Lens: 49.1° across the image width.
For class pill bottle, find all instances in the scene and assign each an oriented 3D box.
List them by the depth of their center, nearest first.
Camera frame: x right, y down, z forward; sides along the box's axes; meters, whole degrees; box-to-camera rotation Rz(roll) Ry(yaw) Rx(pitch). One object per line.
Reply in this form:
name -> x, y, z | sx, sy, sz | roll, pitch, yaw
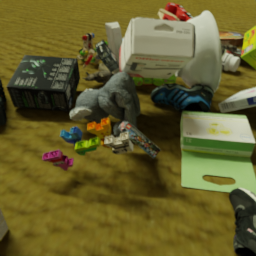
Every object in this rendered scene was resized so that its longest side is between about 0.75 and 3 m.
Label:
pill bottle -> 4.293, -3.020, 12.672 | 1.308, 0.745, 0.745 | 28, 44, 32

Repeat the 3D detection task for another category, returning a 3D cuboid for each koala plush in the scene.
koala plush -> -0.778, -0.787, 8.907 | 2.010, 1.847, 1.782 | -5, 34, 14

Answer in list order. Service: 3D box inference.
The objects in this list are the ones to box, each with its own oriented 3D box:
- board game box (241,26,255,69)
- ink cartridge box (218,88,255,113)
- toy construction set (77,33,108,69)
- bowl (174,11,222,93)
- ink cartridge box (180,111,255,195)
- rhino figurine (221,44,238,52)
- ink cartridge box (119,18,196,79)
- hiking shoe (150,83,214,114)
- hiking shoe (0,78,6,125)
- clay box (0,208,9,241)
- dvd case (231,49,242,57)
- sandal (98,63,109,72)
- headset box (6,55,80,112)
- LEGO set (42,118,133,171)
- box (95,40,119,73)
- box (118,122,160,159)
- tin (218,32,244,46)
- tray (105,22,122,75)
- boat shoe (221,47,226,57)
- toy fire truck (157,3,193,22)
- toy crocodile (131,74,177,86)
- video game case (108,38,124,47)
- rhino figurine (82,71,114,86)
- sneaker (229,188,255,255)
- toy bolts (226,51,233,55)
board game box -> 4.065, -1.860, 7.826 | 1.965, 0.468, 0.998 | 31, 60, -18
ink cartridge box -> 4.422, -1.156, 9.488 | 1.964, 0.425, 1.928 | -28, 8, -32
toy construction set -> -1.787, -3.292, 12.931 | 1.498, 1.381, 1.797 | 35, 43, -13
bowl -> 2.246, -2.547, 9.889 | 1.263, 2.811, 2.811 | -8, 36, 2
ink cartridge box -> 2.477, 0.549, 7.822 | 1.982, 0.653, 2.724 | 5, 34, 7
rhino figurine -> 3.938, -3.176, 11.096 | 0.816, 0.244, 0.357 | 16, 21, 10
ink cartridge box -> 0.749, -2.262, 8.445 | 1.781, 1.037, 2.446 | 2, -5, -8
hiking shoe -> 1.751, -0.954, 9.636 | 2.244, 0.835, 0.973 | 1, 62, 29
hiking shoe -> -4.918, -1.030, 9.650 | 1.185, 1.017, 2.734 | -10, 37, -16
clay box -> -3.037, 2.251, 4.911 | 0.503, 1.214, 2.113 | 9, 36, 12
dvd case -> 5.337, -3.597, 13.478 | 1.803, 0.198, 1.316 | 34, 21, 36
sandal -> 0.088, -2.939, 12.483 | 2.870, 0.775, 1.153 | -8, 38, -11
headset box -> -3.040, -1.646, 10.143 | 2.183, 1.012, 1.900 | 4, 49, 2
LEGO set -> -0.835, 0.425, 6.920 | 2.268, 0.931, 0.865 | -14, 50, 21
box -> -0.677, -2.292, 8.965 | 0.345, 0.800, 0.655 | -29, 44, 13
box -> 0.238, 0.265, 7.242 | 1.023, 0.282, 1.498 | 41, -1, -5
tin -> 5.261, -5.003, 15.697 | 2.370, 0.496, 1.327 | 1, 31, 2
tray -> -0.427, -3.223, 11.309 | 0.218, 1.963, 1.054 | 0, 22, 26
boat shoe -> 2.607, -2.271, 9.387 | 1.436, 0.432, 0.512 | -37, 20, 8
toy fire truck -> 1.657, -4.143, 10.509 | 1.507, 0.521, 2.137 | 3, 43, -25
toy crocodile -> 0.865, -2.013, 11.237 | 2.156, 0.666, 0.728 | 3, 61, 13
video game case -> 0.082, -4.349, 14.971 | 1.776, 0.217, 2.484 | 17, 39, 23
rhino figurine -> -1.109, -2.042, 11.347 | 1.646, 0.492, 0.720 | -10, 35, -30
sneaker -> 2.431, 2.065, 5.613 | 0.892, 0.771, 2.037 | -12, 37, -8
toy bolts -> 4.511, -3.339, 13.447 | 0.983, 0.682, 0.939 | 24, 0, 43
